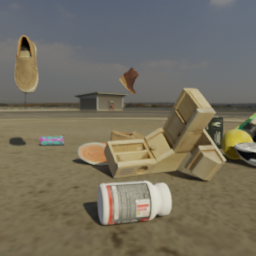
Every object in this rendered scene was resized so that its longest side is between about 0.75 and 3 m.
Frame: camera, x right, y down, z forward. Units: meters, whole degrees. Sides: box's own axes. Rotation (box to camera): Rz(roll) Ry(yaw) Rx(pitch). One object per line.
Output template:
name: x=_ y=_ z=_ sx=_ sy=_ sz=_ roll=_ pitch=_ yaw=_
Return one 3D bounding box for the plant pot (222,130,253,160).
plant pot: x=3.964 y=0.729 z=10.384 sx=1.114 sy=1.114 sz=0.791 roll=3 pitch=28 yaw=33

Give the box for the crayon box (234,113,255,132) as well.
crayon box: x=6.135 y=-0.242 z=13.485 sx=2.533 sy=0.738 sz=1.504 roll=-37 pitch=-13 yaw=3

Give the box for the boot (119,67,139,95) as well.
boot: x=0.157 y=-1.647 z=9.881 sx=0.671 sy=0.807 sz=0.292 roll=-41 pitch=15 yaw=15

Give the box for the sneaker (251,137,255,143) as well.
sneaker: x=5.681 y=0.672 z=12.811 sx=0.440 sy=0.629 sz=1.264 roll=-1 pitch=5 yaw=-12

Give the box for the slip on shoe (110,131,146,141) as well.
slip on shoe: x=0.353 y=0.523 z=13.900 sx=2.499 sy=0.757 sz=0.950 roll=1 pitch=4 yaw=8

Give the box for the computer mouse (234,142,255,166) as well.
computer mouse: x=4.599 y=1.027 z=8.758 sx=1.543 sy=0.617 sz=2.814 roll=-8 pitch=13 yaw=-27

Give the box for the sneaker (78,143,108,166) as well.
sneaker: x=-0.636 y=0.898 z=9.707 sx=2.147 sy=0.766 sz=0.858 roll=4 pitch=-2 yaw=-4

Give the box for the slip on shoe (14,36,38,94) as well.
slip on shoe: x=-3.882 y=-2.433 z=10.649 sx=0.878 sy=2.308 sz=0.699 roll=-1 pitch=-22 yaw=-5

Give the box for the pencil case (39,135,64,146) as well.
pencil case: x=-3.806 y=0.644 z=14.036 sx=1.164 sy=0.495 sz=0.538 roll=-1 pitch=-21 yaw=-10

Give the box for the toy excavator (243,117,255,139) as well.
toy excavator: x=6.367 y=0.332 z=12.420 sx=2.976 sy=1.487 sz=2.894 roll=40 pitch=7 yaw=-30

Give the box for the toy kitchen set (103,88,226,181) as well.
toy kitchen set: x=0.941 y=0.522 z=7.288 sx=2.194 sy=2.432 sz=1.984 roll=-2 pitch=46 yaw=-27

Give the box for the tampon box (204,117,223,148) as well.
tampon box: x=3.523 y=0.186 z=13.631 sx=1.953 sy=1.464 sz=1.233 roll=1 pitch=4 yaw=8

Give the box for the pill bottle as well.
pill bottle: x=0.096 y=1.263 z=4.801 sx=1.168 sy=0.677 sz=0.677 roll=-1 pitch=4 yaw=-15
